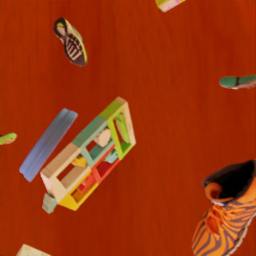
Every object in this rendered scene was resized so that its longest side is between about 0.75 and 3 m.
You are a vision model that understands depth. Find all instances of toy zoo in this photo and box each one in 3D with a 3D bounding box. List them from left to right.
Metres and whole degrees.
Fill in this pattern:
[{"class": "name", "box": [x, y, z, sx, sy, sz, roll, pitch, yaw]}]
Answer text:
[{"class": "toy zoo", "box": [-0.953, 0.846, 6.897, 0.305, 1.953, 2.977, 32, 66, 27]}]

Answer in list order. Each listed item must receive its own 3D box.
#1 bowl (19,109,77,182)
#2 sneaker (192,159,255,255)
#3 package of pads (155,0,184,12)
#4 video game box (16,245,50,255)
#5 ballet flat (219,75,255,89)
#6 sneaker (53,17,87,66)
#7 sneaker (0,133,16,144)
[{"class": "bowl", "box": [-2.035, 0.388, 7.141, 0.403, 2.055, 2.055, 35, 76, -9]}, {"class": "sneaker", "box": [2.009, 1.775, 6.153, 2.881, 1.614, 1.118, -60, 39, 15]}, {"class": "package of pads", "box": [1.081, -3.272, 6.435, 1.047, 0.357, 0.809, -21, 75, 31]}, {"class": "video game box", "box": [-1.609, 3.388, 5.657, 1.767, 1.939, 0.454, 27, 95, -13]}, {"class": "ballet flat", "box": [2.710, -1.081, 6.846, 0.351, 0.976, 0.351, -3, 95, -40]}, {"class": "sneaker", "box": [-1.149, -1.844, 6.071, 0.467, 0.511, 1.263, -36, 68, 24]}, {"class": "sneaker", "box": [-3.534, 0.290, 7.754, 0.845, 0.324, 0.354, -18, 52, -8]}]
